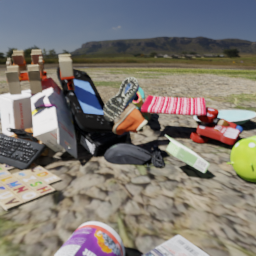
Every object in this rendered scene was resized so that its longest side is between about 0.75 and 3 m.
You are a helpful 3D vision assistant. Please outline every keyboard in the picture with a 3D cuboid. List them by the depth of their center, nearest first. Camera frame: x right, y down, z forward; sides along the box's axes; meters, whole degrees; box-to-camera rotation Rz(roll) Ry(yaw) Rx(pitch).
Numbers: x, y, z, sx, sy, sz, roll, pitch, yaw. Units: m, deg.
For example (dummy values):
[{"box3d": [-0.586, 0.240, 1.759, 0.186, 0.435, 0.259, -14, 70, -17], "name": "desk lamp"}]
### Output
[{"box3d": [-3.960, 0.464, 9.318, 2.807, 0.556, 1.461, 10, 44, 28], "name": "keyboard"}]

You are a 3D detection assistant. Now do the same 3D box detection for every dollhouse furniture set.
[{"box3d": [-2.782, -1.684, 8.958, 2.048, 1.066, 2.070, -6, 32, -12], "name": "dollhouse furniture set"}]

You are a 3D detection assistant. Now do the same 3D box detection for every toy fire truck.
[{"box3d": [3.547, 0.035, 11.045, 1.713, 1.143, 2.039, 21, 24, 24], "name": "toy fire truck"}]

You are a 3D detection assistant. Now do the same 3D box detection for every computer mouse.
[{"box3d": [0.175, 0.817, 9.282, 1.987, 0.524, 1.376, 1, 17, 3], "name": "computer mouse"}]

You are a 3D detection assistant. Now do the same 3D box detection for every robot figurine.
[{"box3d": [3.863, 0.821, 8.006, 2.136, 1.235, 1.874, -10, -2, -28], "name": "robot figurine"}]

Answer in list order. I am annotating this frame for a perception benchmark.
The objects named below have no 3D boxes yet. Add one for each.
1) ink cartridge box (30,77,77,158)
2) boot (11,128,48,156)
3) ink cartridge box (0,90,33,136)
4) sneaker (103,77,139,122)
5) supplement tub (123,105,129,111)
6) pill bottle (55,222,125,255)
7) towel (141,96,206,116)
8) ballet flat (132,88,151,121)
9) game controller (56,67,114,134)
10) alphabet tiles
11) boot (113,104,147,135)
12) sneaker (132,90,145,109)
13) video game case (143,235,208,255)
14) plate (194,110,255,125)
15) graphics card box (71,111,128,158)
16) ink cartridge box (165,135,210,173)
[{"box3d": [-2.446, -0.206, 9.240, 0.840, 2.488, 1.449, -19, -28, 7], "name": "ink cartridge box"}, {"box3d": [-3.658, 0.567, 9.929, 1.453, 0.718, 1.871, -14, 33, -14], "name": "boot"}, {"box3d": [-4.003, -0.669, 11.595, 0.967, 1.661, 2.280, 16, 24, 30], "name": "ink cartridge box"}, {"box3d": [-0.162, -0.871, 9.404, 0.661, 1.683, 0.750, 43, 9, 20], "name": "sneaker"}, {"box3d": [-0.515, -1.359, 16.401, 1.106, 0.678, 0.678, 16, 23, 42], "name": "supplement tub"}, {"box3d": [-0.747, 2.175, 3.959, 0.926, 0.926, 1.663, 6, 18, 19], "name": "pill bottle"}, {"box3d": [1.840, -0.909, 11.177, 2.452, 0.276, 1.773, 4, 24, 14], "name": "towel"}, {"box3d": [0.663, -1.096, 13.782, 0.805, 0.893, 2.373, -26, 34, 8], "name": "ballet flat"}, {"box3d": [-1.542, -1.031, 9.930, 1.533, 0.619, 2.940, 13, 42, -53], "name": "game controller"}, {"box3d": [-3.240, 1.502, 7.724, 2.156, 0.097, 2.579, -15, 22, -42], "name": "alphabet tiles"}, {"box3d": [0.046, -0.041, 9.083, 0.839, 1.565, 0.587, 41, 57, 1], "name": "boot"}, {"box3d": [0.187, -1.476, 11.720, 1.426, 0.557, 0.644, 54, 10, 21], "name": "sneaker"}, {"box3d": [0.888, 2.440, 4.400, 1.469, 0.185, 1.612, -12, 21, -36], "name": "video game case"}, {"box3d": [4.608, -0.441, 13.417, 2.853, 0.365, 2.853, -7, 11, 1], "name": "plate"}, {"box3d": [-1.350, -0.016, 10.441, 1.497, 0.607, 2.385, -21, 47, -42], "name": "graphics card box"}, {"box3d": [1.637, 0.740, 8.331, 1.070, 0.353, 1.471, 29, 4, -15], "name": "ink cartridge box"}]
